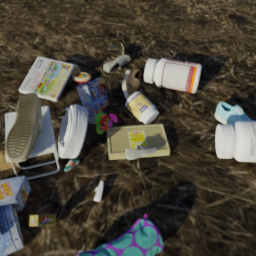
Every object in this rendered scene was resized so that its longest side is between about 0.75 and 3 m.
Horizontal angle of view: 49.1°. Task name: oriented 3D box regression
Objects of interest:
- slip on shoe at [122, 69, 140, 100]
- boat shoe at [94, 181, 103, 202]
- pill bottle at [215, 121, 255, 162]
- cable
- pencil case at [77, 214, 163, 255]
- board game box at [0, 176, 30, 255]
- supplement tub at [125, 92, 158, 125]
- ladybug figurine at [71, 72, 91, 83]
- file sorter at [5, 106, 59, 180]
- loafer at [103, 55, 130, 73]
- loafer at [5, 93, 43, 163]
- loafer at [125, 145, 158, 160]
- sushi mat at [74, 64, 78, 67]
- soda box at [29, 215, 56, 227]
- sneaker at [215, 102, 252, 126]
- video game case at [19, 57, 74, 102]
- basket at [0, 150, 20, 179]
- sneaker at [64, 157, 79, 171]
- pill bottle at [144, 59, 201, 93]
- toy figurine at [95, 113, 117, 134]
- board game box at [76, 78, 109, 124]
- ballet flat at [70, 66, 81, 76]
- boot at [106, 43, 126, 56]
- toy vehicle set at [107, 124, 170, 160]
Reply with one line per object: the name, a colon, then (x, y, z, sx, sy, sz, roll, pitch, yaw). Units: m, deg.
slip on shoe: (0.235, -2.257, 14.440, 0.745, 0.935, 2.459, -13, 35, 17)
boat shoe: (-1.079, 2.285, 10.253, 0.279, 0.314, 0.852, 6, 44, 1)
pill bottle: (4.985, 0.526, 10.937, 2.844, 1.612, 1.612, 0, 44, 7)
cable: (-2.222, 0.164, 11.174, 0.759, 2.192, 2.192, 13, 81, -21)
pencil case: (-0.276, 3.692, 8.245, 2.581, 1.098, 1.193, -22, 68, -21)
board game box: (-4.536, 2.866, 9.260, 2.796, 0.863, 2.797, -21, 48, -19)
supplement tub: (0.640, -0.894, 12.857, 0.977, 0.977, 1.343, -35, 72, -30)
ladybug figurine: (-2.539, -2.726, 15.315, 1.090, 0.392, 0.740, 5, 45, 5)
file sorter: (-3.739, 0.615, 11.085, 1.708, 1.533, 2.461, -13, 46, -13)
loafer: (-0.577, -3.654, 16.158, 1.776, 0.621, 0.620, -32, 57, -19)
loafer: (-3.535, 0.035, 9.996, 1.023, 0.923, 2.704, -3, 61, 14)
loafer: (0.530, 0.884, 10.968, 1.380, 0.482, 0.483, -12, 1, -25)
sushi mat: (-3.311, -3.515, 16.376, 0.367, 0.046, 0.767, 33, 53, 28)
soda box: (-2.720, 2.968, 8.998, 0.316, 0.989, 0.335, -10, 71, 17)
sneaker: (4.860, -0.455, 12.411, 0.853, 0.946, 2.309, -32, 45, -29)
video game case: (-4.259, -2.603, 14.735, 2.129, 0.268, 2.339, 14, 64, 10)
basket: (-5.018, 1.445, 11.063, 1.220, 0.909, 0.871, -21, 15, -20)
sneaker: (-2.273, 1.415, 11.074, 0.271, 0.303, 0.758, -10, 21, 43)
pill bottle: (2.302, -2.764, 14.558, 2.741, 1.502, 1.502, 12, 46, 12)
toy figurine: (-0.902, -0.251, 12.262, 0.925, 0.755, 1.005, -11, 57, 48)
board game box: (-1.541, -1.224, 12.994, 0.575, 1.862, 1.863, -2, 19, 21)
ballet flat: (-3.679, -3.208, 15.604, 2.095, 0.740, 0.740, -16, 46, -16)
boot: (-0.738, -4.664, 17.230, 1.144, 0.640, 1.654, -7, 31, -1)
toy vehicle set: (0.383, 0.574, 11.980, 2.517, 0.334, 1.564, -4, 44, -4)
